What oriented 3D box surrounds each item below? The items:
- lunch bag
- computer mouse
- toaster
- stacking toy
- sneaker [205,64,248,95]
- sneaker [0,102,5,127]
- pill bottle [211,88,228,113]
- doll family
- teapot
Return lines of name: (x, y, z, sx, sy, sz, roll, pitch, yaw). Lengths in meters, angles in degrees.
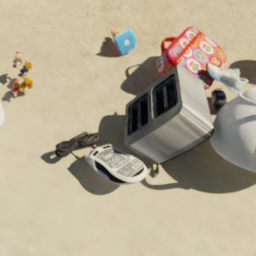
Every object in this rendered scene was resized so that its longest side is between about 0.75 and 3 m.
lunch bag: (2.041, -2.316, 9.411, 2.135, 0.993, 2.424, 40, 52, -2)
computer mouse: (-0.644, 0.878, 7.382, 2.524, 0.554, 1.384, 29, 36, 32)
toaster: (1.008, -0.235, 7.391, 1.332, 2.029, 2.244, 32, 42, -30)
stacking toy: (-0.332, -3.567, 11.015, 0.794, 0.840, 1.447, -31, 41, -6)
sneaker: (2.991, -1.624, 8.463, 1.403, 0.608, 0.526, 28, 38, -13)
sneaker: (-4.470, -1.017, 8.719, 0.884, 0.933, 2.310, -14, 70, -18)
pill bottle: (2.969, -0.856, 9.065, 0.461, 0.461, 0.825, 2, 51, 1)
doll family: (-3.456, -1.785, 9.295, 0.700, 0.965, 1.554, 5, 82, -31)
teapot: (3.417, -0.148, 6.992, 2.630, 1.946, 2.665, 0, 24, -20)
